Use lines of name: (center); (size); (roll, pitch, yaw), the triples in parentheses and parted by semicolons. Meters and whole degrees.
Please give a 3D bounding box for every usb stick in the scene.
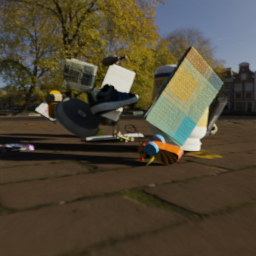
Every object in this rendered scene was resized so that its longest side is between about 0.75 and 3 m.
usb stick: (3.266, -0.370, 10.991); (0.544, 1.961, 0.320); (-15, 50, -31)

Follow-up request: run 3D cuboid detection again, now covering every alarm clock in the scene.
alarm clock: (-0.894, -0.653, 13.284); (0.718, 2.156, 1.455); (5, -42, -43)

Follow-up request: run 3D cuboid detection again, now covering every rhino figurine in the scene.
rhino figurine: (-0.338, -1.707, 7.049); (0.371, 0.254, 0.849); (-14, 10, -39)

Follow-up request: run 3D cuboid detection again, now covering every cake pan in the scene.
cake pan: (-1.691, -0.413, 9.774); (1.738, 1.738, 0.319); (-5, -36, -51)

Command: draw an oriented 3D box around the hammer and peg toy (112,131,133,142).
hammer and peg toy: (-0.221, 0.383, 11.103); (0.785, 0.277, 0.578); (23, -5, -28)

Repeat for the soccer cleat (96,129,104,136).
soccer cleat: (-1.862, 0.267, 13.536); (1.375, 0.445, 0.575); (5, 35, 8)

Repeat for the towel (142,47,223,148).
towel: (1.451, -0.734, 7.182); (1.592, 2.172, 0.236); (37, -8, -32)

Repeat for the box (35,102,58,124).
box: (-3.151, -0.705, 11.520); (1.012, 0.789, 0.208); (30, -29, 18)

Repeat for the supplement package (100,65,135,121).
supplement package: (-0.602, -1.457, 11.682); (1.120, 1.909, 1.116); (21, -23, -5)

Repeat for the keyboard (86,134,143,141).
keyboard: (-0.586, 0.394, 11.876); (2.377, 0.127, 0.669); (-4, 2, -8)

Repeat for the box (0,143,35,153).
box: (-3.680, 0.653, 9.180); (0.990, 0.179, 0.708); (-5, 8, -39)

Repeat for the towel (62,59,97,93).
towel: (-1.962, -2.042, 11.129); (1.255, 1.208, 0.217); (14, 24, -6)

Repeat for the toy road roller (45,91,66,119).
toy road roller: (-2.730, -0.858, 10.401); (0.621, 1.010, 0.738); (-7, 13, -39)

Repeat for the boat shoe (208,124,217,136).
boat shoe: (2.733, -0.076, 13.102); (2.768, 1.034, 0.947); (-1, 0, -1)

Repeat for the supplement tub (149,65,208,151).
supplement tub: (1.656, -0.613, 9.125); (1.843, 2.552, 1.843); (5, 1, 0)

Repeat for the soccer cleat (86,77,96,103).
soccer cleat: (-1.563, -1.710, 11.920); (0.476, 1.409, 0.571); (8, 35, 3)

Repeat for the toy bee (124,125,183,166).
toy bee: (0.612, 0.553, 7.083); (0.979, 0.813, 1.496); (-21, 47, -34)

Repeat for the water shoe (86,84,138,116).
water shoe: (-0.456, -1.128, 9.765); (0.879, 0.970, 2.458); (-18, 4, 32)
